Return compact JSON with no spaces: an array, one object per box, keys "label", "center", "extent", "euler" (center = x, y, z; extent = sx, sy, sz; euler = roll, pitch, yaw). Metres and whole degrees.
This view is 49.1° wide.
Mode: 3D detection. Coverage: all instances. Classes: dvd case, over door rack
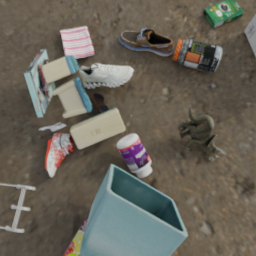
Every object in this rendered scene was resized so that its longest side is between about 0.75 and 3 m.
[{"label":"dvd case","center":[-2.660,-1.411,8.620],"extent":[0.214,1.418,1.943],"euler":[-4,33,2]},{"label":"over door rack","center":[-3.789,2.312,8.370],"extent":[1.837,0.612,1.357],"euler":[6,70,7]}]

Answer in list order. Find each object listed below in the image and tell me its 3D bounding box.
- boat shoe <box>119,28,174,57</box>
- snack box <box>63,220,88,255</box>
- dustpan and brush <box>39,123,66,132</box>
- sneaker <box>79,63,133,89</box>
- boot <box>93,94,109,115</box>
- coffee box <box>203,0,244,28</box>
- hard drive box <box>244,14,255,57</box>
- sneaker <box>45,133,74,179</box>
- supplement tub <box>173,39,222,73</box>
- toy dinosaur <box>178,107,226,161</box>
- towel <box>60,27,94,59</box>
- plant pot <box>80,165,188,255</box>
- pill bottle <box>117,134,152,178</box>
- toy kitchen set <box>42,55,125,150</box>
[{"label":"boat shoe","center":[0.667,-3.229,10.116],"extent":[2.044,0.740,0.738],"euler":[13,72,4]},{"label":"snack box","center":[-0.873,3.646,7.938],"extent":[1.650,0.558,1.391],"euler":[29,73,8]},{"label":"dustpan and brush","center":[-2.396,-0.016,8.874],"extent":[0.830,0.579,0.237],"euler":[-25,101,-13]},{"label":"sneaker","center":[-0.768,-1.787,9.271],"extent":[1.901,0.770,0.714],"euler":[-5,51,20]},{"label":"boot","center":[-0.966,-0.677,9.447],"extent":[0.415,0.538,1.110],"euler":[-6,43,-20]},{"label":"coffee box","center":[3.649,-4.405,10.745],"extent":[1.312,0.289,0.807],"euler":[-24,74,-7]},{"label":"hard drive box","center":[5.166,-2.881,9.330],"extent":[0.998,2.025,2.598],"euler":[-11,73,-5]},{"label":"sneaker","center":[-2.158,0.857,8.894],"extent":[0.788,0.491,1.470],"euler":[-1,69,2]},{"label":"supplement tub","center":[2.405,-2.539,9.793],"extent":[1.511,0.926,0.926],"euler":[17,72,5]},{"label":"toy dinosaur","center":[2.181,0.035,8.617],"extent":[1.169,2.285,0.879],"euler":[-18,36,5]},{"label":"towel","center":[-1.880,-3.144,10.259],"extent":[1.047,0.214,1.430],"euler":[-13,65,-9]},{"label":"plant pot","center":[-0.111,2.508,6.917],"extent":[2.039,2.033,2.077],"euler":[31,96,-5]},{"label":"pill bottle","center":[0.230,0.869,8.560],"extent":[0.718,0.718,1.277],"euler":[-32,105,-10]},{"label":"toy kitchen set","center":[-1.379,-1.077,9.151],"extent":[1.583,2.153,2.688],"euler":[-22,107,0]}]
